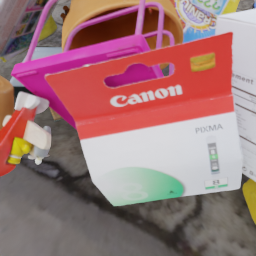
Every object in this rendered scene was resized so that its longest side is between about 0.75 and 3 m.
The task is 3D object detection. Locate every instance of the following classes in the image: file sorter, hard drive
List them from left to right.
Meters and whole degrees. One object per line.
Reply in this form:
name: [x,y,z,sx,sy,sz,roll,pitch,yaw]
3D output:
hard drive: [-2.870,-2.048,10.040,1.969,0.464,2.821,1,41,1]
file sorter: [-0.050,-0.880,4.775,1.904,2.740,1.718,-6,59,25]

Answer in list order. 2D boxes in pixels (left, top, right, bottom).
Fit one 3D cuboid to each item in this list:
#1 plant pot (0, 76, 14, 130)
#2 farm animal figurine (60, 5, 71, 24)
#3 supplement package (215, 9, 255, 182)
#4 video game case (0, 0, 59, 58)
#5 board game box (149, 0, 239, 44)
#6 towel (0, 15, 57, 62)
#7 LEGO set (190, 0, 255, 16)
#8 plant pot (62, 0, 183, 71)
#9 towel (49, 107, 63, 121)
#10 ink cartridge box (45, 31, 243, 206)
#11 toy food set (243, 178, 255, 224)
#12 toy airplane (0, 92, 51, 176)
plant pot: [-2.882,-0.302,4.989,1.886,1.320,1.886,20,19,-7]
farm animal figurine: [-1.436,-3.697,7.677,1.839,1.145,2.278,-39,71,4]
supplement package: [2.326,-0.586,4.607,1.464,2.415,1.446,-19,36,-25]
video game case: [-2.197,-2.767,6.125,0.344,2.903,2.642,38,27,-8]
board game box: [1.788,-3.288,7.774,2.278,2.977,0.600,21,-4,-16]
towel: [-3.223,-3.026,7.320,2.069,2.881,0.328,-30,68,-3]
LEGO set: [2.784,-2.818,6.041,2.692,2.011,0.661,30,62,5]
plant pot: [-0.229,-2.366,6.188,2.537,2.537,1.776,-7,67,-8]
towel: [-1.574,-1.076,8.772,1.983,0.215,1.454,-20,66,-20]
ink cartridge box: [0.406,0.204,3.789,2.132,2.649,0.663,-11,54,12]
toy food set: [3.162,1.735,5.600,1.302,0.723,2.213,-17,36,17]
toy airplane: [-1.447,0.076,3.922,1.146,0.812,1.151,-29,42,20]
